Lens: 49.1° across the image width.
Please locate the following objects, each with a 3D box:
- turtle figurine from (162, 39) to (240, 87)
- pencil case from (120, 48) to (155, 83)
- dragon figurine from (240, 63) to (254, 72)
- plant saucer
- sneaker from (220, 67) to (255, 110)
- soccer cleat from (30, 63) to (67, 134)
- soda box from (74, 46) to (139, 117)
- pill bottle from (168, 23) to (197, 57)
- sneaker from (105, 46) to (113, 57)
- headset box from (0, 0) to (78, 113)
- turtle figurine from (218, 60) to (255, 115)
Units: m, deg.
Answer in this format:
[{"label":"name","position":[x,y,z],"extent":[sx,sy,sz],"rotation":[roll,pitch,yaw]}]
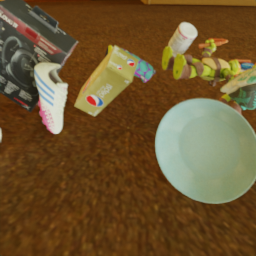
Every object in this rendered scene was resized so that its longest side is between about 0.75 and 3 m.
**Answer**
[{"label":"turtle figurine","position":[1.895,-1.523,6.788],"extent":[2.070,0.827,2.567],"rotation":[0,43,-19]},{"label":"pencil case","position":[0.163,-1.896,8.624],"extent":[1.340,0.570,0.619],"rotation":[22,54,-33]},{"label":"dragon figurine","position":[4.913,-2.324,11.625],"extent":[2.003,0.590,0.996],"rotation":[3,33,7]},{"label":"plant saucer","position":[1.602,0.459,5.812],"extent":[2.191,2.191,0.422],"rotation":[23,24,31]},{"label":"sneaker","position":[2.265,-0.672,5.042],"extent":[0.606,0.712,1.562],"rotation":[-37,-1,2]},{"label":"soccer cleat","position":[-2.055,-0.806,7.821],"extent":[0.879,2.037,0.712],"rotation":[-7,19,12]},{"label":"soda box","position":[-0.473,-0.841,5.465],"extent":[0.524,1.637,0.555],"rotation":[27,58,-18]},{"label":"pill bottle","position":[1.394,-2.299,7.482],"extent":[0.509,0.898,0.509],"rotation":[9,60,-17]},{"label":"sneaker","position":[-0.456,-1.974,9.476],"extent":[0.766,1.863,0.689],"rotation":[0,66,-16]},{"label":"headset box","position":[-3.066,-2.201,8.360],"extent":[2.149,2.887,1.115],"rotation":[34,34,-14]},{"label":"turtle figurine","position":[3.079,-1.052,7.147],"extent":[1.986,0.640,1.602],"rotation":[36,92,42]}]
